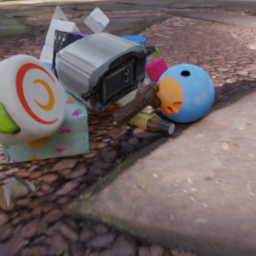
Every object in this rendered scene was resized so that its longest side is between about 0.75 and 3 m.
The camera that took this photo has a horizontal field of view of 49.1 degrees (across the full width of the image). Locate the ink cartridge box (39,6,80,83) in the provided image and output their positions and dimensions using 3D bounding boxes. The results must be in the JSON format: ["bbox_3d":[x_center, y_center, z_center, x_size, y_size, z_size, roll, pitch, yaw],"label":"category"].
[{"bbox_3d":[-2.429,-2.960,10.737,0.939,2.768,1.605,13,-7,9],"label":"ink cartridge box"}]

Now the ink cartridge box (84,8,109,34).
[{"bbox_3d":[-1.105,-3.818,10.019,0.380,0.645,1.120,-36,23,29],"label":"ink cartridge box"}]

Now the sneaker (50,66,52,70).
[{"bbox_3d":[-2.423,-2.178,9.514,0.418,1.066,0.480,39,0,17],"label":"sneaker"}]

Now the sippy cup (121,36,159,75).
[{"bbox_3d":[0.216,-3.660,14.164,1.908,1.780,2.429,24,38,33],"label":"sippy cup"}]

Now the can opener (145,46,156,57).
[{"bbox_3d":[0.123,-3.127,12.953,2.620,1.030,0.831,-22,24,30],"label":"can opener"}]

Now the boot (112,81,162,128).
[{"bbox_3d":[0.264,-0.544,8.998,1.767,1.647,0.568,-44,66,-10],"label":"boot"}]

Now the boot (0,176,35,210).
[{"bbox_3d":[-2.383,1.371,6.030,0.753,0.362,1.030,5,21,-39],"label":"boot"}]

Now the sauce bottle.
[{"bbox_3d":[0.716,-0.222,9.619,1.819,0.588,0.588,21,37,31],"label":"sauce bottle"}]

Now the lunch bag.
[{"bbox_3d":[-2.625,-0.481,8.899,2.549,1.825,2.993,-7,38,-12],"label":"lunch bag"}]

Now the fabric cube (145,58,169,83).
[{"bbox_3d":[1.249,-2.477,12.108,0.793,0.795,0.780,-31,19,1],"label":"fabric cube"}]

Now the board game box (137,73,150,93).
[{"bbox_3d":[0.132,-2.234,12.143,1.534,0.438,1.566,15,39,-28],"label":"board game box"}]

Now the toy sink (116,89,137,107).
[{"bbox_3d":[-0.898,-1.955,10.711,1.405,2.508,1.635,5,65,39],"label":"toy sink"}]

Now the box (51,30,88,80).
[{"bbox_3d":[-1.807,-2.244,8.803,0.896,1.466,0.777,-8,28,-43],"label":"box"}]

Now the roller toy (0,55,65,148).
[{"bbox_3d":[-2.476,-0.569,6.361,1.414,1.846,2.023,-15,-18,24],"label":"roller toy"}]

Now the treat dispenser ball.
[{"bbox_3d":[1.967,-1.196,9.849,2.030,2.030,2.030,0,31,0],"label":"treat dispenser ball"}]

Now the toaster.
[{"bbox_3d":[-0.827,-1.627,7.990,1.726,1.518,2.672,32,54,28],"label":"toaster"}]
